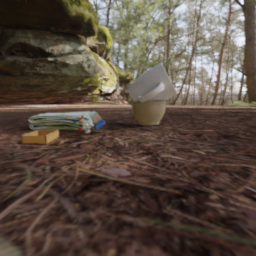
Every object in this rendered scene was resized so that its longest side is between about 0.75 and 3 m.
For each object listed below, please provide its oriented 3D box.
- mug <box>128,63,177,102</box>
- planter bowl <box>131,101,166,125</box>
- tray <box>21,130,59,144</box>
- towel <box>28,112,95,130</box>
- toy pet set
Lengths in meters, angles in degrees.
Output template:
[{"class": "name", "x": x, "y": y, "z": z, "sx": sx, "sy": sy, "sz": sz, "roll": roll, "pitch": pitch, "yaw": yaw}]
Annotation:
[{"class": "mug", "x": 0.998, "y": -1.647, "z": 12.146, "sx": 1.828, "sy": 1.540, "sz": 2.085, "roll": -29, "pitch": 15, "yaw": 12}, {"class": "planter bowl", "x": 0.927, "y": -0.668, "z": 12.558, "sx": 1.561, "sy": 1.051, "sz": 1.561, "roll": -2, "pitch": 7, "yaw": 0}, {"class": "tray", "x": -2.437, "y": 0.248, "z": 7.886, "sx": 0.653, "sy": 0.245, "sz": 1.325, "roll": 0, "pitch": 5, "yaw": 0}, {"class": "towel", "x": -2.571, "y": -0.333, "z": 11.535, "sx": 2.254, "sy": 0.634, "sz": 2.633, "roll": 1, "pitch": 6, "yaw": 2}, {"class": "toy pet set", "x": -1.315, "y": -0.107, "z": 9.648, "sx": 0.912, "sy": 0.519, "sz": 0.977, "roll": -33, "pitch": 27, "yaw": -8}]
